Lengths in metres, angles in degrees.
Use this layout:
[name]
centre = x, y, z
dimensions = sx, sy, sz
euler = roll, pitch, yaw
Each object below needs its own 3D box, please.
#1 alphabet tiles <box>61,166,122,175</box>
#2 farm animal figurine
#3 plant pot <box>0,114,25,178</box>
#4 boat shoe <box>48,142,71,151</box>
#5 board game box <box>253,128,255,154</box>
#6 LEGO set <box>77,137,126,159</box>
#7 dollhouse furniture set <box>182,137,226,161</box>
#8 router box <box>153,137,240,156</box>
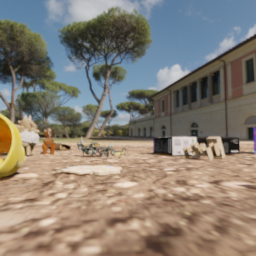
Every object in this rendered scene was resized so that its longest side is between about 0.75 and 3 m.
[alphabet tiles]
centre = -0.647, 0.766, 5.046
dimensions = 1.000, 0.073, 0.978
euler = -2, -3, 44
[farm animal figurine]
centre = -4.463, 0.265, 11.047
dimensions = 2.998, 1.563, 2.965
euler = 0, -2, 10
[plant pot]
centre = -2.002, 0.343, 4.167
dimensions = 0.963, 0.963, 0.906
euler = 0, -18, -1
[boat shoe]
centre = -3.672, 0.994, 14.943
dimensions = 1.271, 0.469, 0.470
euler = 1, 3, -24
[board game box]
centre = 5.847, 0.540, 11.739
dimensions = 1.606, 1.080, 0.360
euler = 1, -3, -37
[LEGO set]
centre = -1.013, 0.803, 9.371
dimensions = 1.391, 0.607, 2.142
euler = -1, 11, -23
[dollhouse furniture set]
centre = 2.368, 0.754, 8.403
dimensions = 1.023, 0.666, 0.940
euler = -24, 11, -33
[router box]
centre = 2.598, 0.693, 11.033
dimensions = 2.756, 0.704, 2.055
euler = 1, -2, -14
